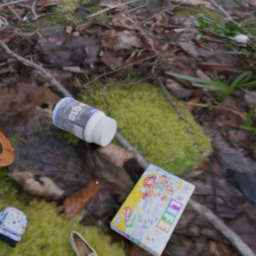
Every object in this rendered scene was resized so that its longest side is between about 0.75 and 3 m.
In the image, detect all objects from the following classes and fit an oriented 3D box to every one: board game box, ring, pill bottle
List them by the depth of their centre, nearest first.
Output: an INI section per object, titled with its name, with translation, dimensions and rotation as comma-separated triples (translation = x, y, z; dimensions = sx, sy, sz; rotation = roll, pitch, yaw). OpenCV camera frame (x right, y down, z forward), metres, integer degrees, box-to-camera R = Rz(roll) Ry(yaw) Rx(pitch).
[board game box]
translation = 0.798, 2.419, 8.603
dimensions = 1.618, 0.412, 2.406
rotation = 25, 54, 19
[ring]
translation = -4.726, 0.246, 9.214
dimensions = 0.239, 2.493, 2.493
rotation = -43, 57, 5
[pill bottle]
translation = -1.581, -0.202, 10.270
dimensions = 2.135, 1.214, 1.214
rotation = 24, 54, 19

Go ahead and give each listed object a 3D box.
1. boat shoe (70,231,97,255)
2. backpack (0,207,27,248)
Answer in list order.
[boat shoe]
translation = -1.196, 3.476, 7.711
dimensions = 0.502, 0.430, 1.370
rotation = -34, 59, -25
[backpack]
translation = -3.361, 2.741, 7.987
dimensions = 0.749, 0.972, 0.926
rotation = -37, 29, 14
